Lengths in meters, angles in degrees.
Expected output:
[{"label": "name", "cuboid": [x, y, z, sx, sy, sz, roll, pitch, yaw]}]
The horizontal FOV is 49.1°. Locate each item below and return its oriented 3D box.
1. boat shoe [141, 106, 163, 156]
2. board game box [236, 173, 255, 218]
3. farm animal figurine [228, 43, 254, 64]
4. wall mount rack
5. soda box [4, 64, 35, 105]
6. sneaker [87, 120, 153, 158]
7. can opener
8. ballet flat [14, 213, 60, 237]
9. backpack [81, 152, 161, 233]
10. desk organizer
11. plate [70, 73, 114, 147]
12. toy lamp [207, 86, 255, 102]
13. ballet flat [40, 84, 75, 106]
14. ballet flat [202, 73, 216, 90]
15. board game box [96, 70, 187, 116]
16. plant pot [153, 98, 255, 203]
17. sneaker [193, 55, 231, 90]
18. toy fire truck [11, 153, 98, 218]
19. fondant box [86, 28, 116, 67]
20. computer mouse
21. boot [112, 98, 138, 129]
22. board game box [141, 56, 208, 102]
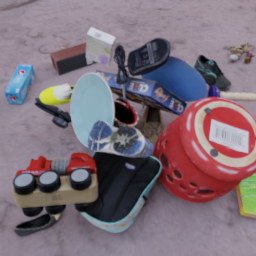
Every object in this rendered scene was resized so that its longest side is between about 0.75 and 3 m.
[{"label": "boat shoe", "cuboid": [0.879, 0.071, 10.373, 0.849, 0.768, 2.382, -2, 61, -4]}, {"label": "board game box", "cuboid": [4.005, 1.904, 9.103, 1.018, 0.319, 2.130, 13, 48, -5]}, {"label": "farm animal figurine", "cuboid": [5.720, -3.881, 14.097, 1.326, 0.699, 1.341, 4, 49, 3]}, {"label": "wall mount rack", "cuboid": [-0.329, -1.033, 9.367, 1.923, 1.671, 0.717, 22, 81, 35]}, {"label": "soda box", "cuboid": [-4.746, -1.962, 12.408, 0.643, 0.679, 2.003, 3, 49, 3]}, {"label": "sneaker", "cuboid": [-0.243, 0.403, 7.205, 2.194, 0.934, 0.845, 14, 80, 50]}, {"label": "can opener", "cuboid": [-2.773, -0.622, 10.345, 1.599, 0.507, 0.629, 36, 33, 3]}, {"label": "ballet flat", "cuboid": [-2.677, 2.836, 8.355, 1.366, 0.388, 0.454, -22, 52, -19]}, {"label": "backpack", "cuboid": [-0.410, 1.777, 8.288, 2.122, 1.851, 2.414, 28, 56, 16]}, {"label": "desk organizer", "cuboid": [-2.565, -3.432, 13.651, 2.237, 0.802, 0.861, -24, 50, -20]}, {"label": "plate", "cuboid": [-1.052, -0.515, 8.453, 0.289, 2.258, 2.258, -5, 42, -41]}, {"label": "toy lamp", "cuboid": [3.890, -1.002, 9.057, 2.509, 0.730, 0.730, 4, 48, -2]}, {"label": "ballet flat", "cuboid": [-1.917, -1.221, 9.619, 2.130, 0.714, 0.712, -6, 73, -29]}, {"label": "ballet flat", "cuboid": [2.657, -1.446, 10.151, 0.542, 1.595, 0.545, 35, 75, -2]}, {"label": "board game box", "cuboid": [0.341, -1.216, 9.609, 2.823, 1.912, 0.488, 21, 88, 44]}, {"label": "plant pot", "cuboid": [2.409, 0.605, 8.448, 2.799, 2.549, 2.799, 6, 61, -11]}, {"label": "sneaker", "cuboid": [3.841, -2.534, 12.822, 0.811, 0.853, 2.152, -28, 55, -25]}, {"label": "toy fire truck", "cuboid": [-1.798, 1.197, 7.480, 1.962, 1.434, 2.229, -5, 36, -3]}, {"label": "fondant box", "cuboid": [-1.175, -3.347, 11.733, 1.093, 1.515, 0.441, 22, 66, 0]}, {"label": "computer mouse", "cuboid": [0.453, -1.990, 8.066, 1.826, 0.481, 1.264, -12, 75, 31]}, {"label": "boot", "cuboid": [-0.492, -0.438, 9.371, 1.006, 2.105, 2.787, -25, 61, -18]}, {"label": "board game box", "cuboid": [1.574, -1.702, 9.483, 2.485, 1.963, 0.484, -2, 49, 53]}]
